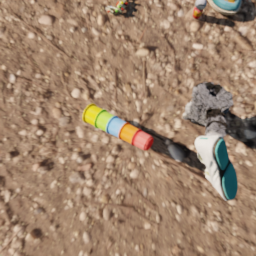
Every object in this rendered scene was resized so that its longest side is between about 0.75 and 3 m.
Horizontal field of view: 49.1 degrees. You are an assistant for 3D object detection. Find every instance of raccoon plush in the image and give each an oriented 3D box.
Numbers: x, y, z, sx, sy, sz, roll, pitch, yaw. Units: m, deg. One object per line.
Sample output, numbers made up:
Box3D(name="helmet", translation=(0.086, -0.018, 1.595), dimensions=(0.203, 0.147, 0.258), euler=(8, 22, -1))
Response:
Box3D(name="raccoon plush", translation=(2.238, -0.204, 8.794), dimensions=(1.276, 1.767, 2.638), euler=(25, 53, 5))

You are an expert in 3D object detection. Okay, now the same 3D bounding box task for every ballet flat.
Box3D(name="ballet flat", translation=(2.352, 1.037, 7.494), dimensions=(0.826, 2.379, 0.826), euler=(-19, 37, 15))

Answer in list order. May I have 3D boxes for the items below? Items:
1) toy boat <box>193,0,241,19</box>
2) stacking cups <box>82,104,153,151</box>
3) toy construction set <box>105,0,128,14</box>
Box3D(name="toy boat", translation=(3.367, -4.934, 10.721), dimensions=(2.028, 0.943, 1.705), euler=(-33, 79, -8))
Box3D(name="stacking cups", translation=(-0.321, -0.042, 8.743), dimensions=(2.380, 0.720, 0.720), euler=(25, 77, 26))
Box3D(name="toy construction set", translation=(-0.402, -4.878, 10.950), dimensions=(0.675, 0.475, 1.030), euler=(35, 86, -16))
